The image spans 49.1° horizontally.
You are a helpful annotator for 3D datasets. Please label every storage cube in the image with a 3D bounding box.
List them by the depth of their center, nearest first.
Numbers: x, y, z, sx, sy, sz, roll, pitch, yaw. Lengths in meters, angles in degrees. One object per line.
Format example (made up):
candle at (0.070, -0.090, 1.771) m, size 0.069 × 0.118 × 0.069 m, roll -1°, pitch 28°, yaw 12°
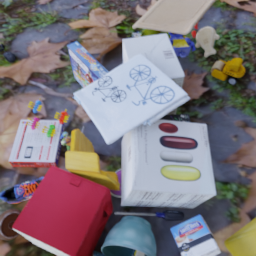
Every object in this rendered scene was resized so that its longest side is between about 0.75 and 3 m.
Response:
storage cube at (-1.632, 2.469, 7.712) m, size 2.065 × 1.765 × 1.856 m, roll 20°, pitch 59°, yaw 13°

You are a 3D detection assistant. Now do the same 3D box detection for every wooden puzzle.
wooden puzzle at (1.826, -4.469, 11.150) m, size 2.623 × 0.488 × 2.427 m, roll 18°, pitch 56°, yaw 34°

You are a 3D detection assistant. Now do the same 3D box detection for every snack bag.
snack bag at (-0.018, -0.895, 8.136) m, size 2.665 × 0.285 × 2.513 m, roll -33°, pitch 53°, yaw -8°

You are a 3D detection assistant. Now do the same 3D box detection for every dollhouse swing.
dollhouse swing at (-0.925, 0.887, 8.233) m, size 1.437 × 1.581 × 1.390 m, roll 1°, pitch 60°, yaw 23°

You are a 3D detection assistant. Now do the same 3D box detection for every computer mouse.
computer mouse at (-5.554, -3.460, 12.700) m, size 0.446 × 0.259 × 1.521 m, roll -36°, pitch 62°, yaw -21°

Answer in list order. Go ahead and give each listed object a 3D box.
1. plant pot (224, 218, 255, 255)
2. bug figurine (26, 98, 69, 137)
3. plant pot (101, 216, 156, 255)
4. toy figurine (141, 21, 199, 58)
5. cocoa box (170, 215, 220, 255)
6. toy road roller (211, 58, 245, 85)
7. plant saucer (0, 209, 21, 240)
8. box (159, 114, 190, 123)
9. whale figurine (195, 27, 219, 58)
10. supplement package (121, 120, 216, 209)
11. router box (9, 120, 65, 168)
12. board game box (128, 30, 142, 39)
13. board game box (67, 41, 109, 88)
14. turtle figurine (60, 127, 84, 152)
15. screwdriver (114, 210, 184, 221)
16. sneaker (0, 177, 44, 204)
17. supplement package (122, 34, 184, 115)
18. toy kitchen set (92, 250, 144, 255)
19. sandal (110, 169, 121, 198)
plant pot at (4.098, 3.089, 7.248) m, size 1.964 × 1.732 × 1.964 m, roll -26°, pitch 59°, yaw -20°
bug figurine at (-2.848, -0.324, 9.782) m, size 1.485 × 0.382 × 1.151 m, roll 24°, pitch 79°, yaw 4°
plant pot at (0.115, 3.028, 7.592) m, size 1.464 × 1.464 × 0.981 m, roll 12°, pitch 48°, yaw 8°
toy figurine at (2.076, -3.801, 12.253) m, size 2.700 × 1.424 × 1.618 m, roll -6°, pitch 66°, yaw -16°
cocoa box at (1.791, 2.968, 7.359) m, size 0.891 × 1.336 × 0.876 m, roll -27°, pitch 57°, yaw 6°
toy road roller at (4.187, -2.492, 11.616) m, size 1.286 × 0.939 × 0.790 m, roll 27°, pitch 60°, yaw 17°
plant saucer at (-3.346, 2.782, 8.036) m, size 0.150 × 0.870 × 0.870 m, roll -5°, pitch 44°, yaw 45°
box at (1.355, 0.126, 9.803) m, size 1.569 × 0.959 × 0.832 m, roll -2°, pitch 55°, yaw -2°
whale figurine at (3.652, -3.872, 12.771) m, size 1.120 × 0.731 × 1.408 m, roll -19°, pitch 72°, yaw 31°
supplement package at (1.019, 1.055, 8.050) m, size 2.233 × 1.642 × 2.135 m, roll 5°, pitch 61°, yaw -10°
router box at (-3.158, 0.535, 9.850) m, size 1.551 × 0.422 × 1.728 m, roll 2°, pitch 56°, yaw 1°
board game box at (0.790, -4.183, 13.261) m, size 1.392 × 0.163 × 0.729 m, roll 26°, pitch 57°, yaw 16°
board game box at (-1.326, -1.859, 10.682) m, size 0.448 × 1.762 × 2.603 m, roll -33°, pitch 63°, yaw -20°
turtle figurine at (-1.886, 0.542, 9.459) m, size 0.937 × 0.909 × 0.675 m, roll -17°, pitch 8°, yaw 23°
screwdriver at (0.607, 2.357, 7.728) m, size 2.144 × 0.299 × 0.312 m, roll 13°, pitch 44°, yaw -19°
sneaker at (-3.102, 1.940, 8.474) m, size 1.699 × 0.666 × 0.640 m, roll -22°, pitch 75°, yaw 8°
supplement package at (0.796, -1.720, 10.253) m, size 1.705 × 2.318 × 2.217 m, roll -8°, pitch 57°, yaw -6°
toy kitchen set at (-0.250, 3.431, 7.648) m, size 1.247 × 0.734 × 0.999 m, roll 22°, pitch 82°, yaw -10°
sandal at (0.596, 1.527, 9.036) m, size 2.620 × 0.644 × 1.066 m, roll -11°, pitch 56°, yaw -7°
